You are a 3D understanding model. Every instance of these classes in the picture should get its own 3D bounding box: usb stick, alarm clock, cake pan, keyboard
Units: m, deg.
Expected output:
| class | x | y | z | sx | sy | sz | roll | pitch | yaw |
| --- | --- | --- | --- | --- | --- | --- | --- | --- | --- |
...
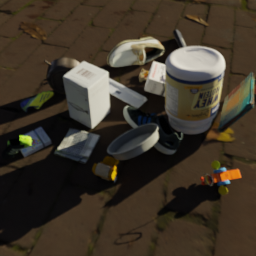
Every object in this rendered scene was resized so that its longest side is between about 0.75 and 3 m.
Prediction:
| class | x | y | z | sx | sy | sz | roll | pitch | yaw |
| --- | --- | --- | --- | --- | --- | --- | --- | --- | --- |
| usb stick | 2.564 | -4.080 | 13.530 | 0.320 | 0.544 | 1.961 | -31 | 44 | 24 |
| alarm clock | -2.228 | -1.970 | 11.060 | 2.156 | 1.455 | 0.718 | 2 | 49 | -16 |
| cake pan | 0.186 | 0.432 | 8.569 | 1.738 | 0.319 | 1.738 | -26 | 16 | 8 |
| keyboard | -0.359 | -1.501 | 11.514 | 2.377 | 0.127 | 0.669 | 31 | 60 | 25 |

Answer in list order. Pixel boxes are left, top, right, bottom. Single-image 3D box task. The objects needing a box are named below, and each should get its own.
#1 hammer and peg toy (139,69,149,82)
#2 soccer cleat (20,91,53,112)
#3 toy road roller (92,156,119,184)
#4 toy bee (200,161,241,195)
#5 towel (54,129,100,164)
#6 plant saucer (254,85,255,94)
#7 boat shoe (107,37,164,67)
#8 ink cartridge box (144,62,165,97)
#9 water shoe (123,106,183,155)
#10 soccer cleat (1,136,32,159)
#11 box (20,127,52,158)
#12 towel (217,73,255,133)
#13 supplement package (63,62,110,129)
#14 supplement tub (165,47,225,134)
| class | x | y | z | sx | sy | sz | roll | pitch | yaw |
| --- | --- | --- | --- | --- | --- | --- | --- | --- | --- |
| hammer and peg toy | 0.761 | -2.175 | 11.985 | 0.578 | 0.277 | 0.785 | 12 | 50 | 9 |
| soccer cleat | -3.506 | -1.019 | 10.945 | 1.375 | 0.445 | 0.575 | -28 | 83 | -27 |
| toy road roller | -0.627 | 1.194 | 8.507 | 0.621 | 1.010 | 0.738 | 16 | 70 | 12 |
| toy bee | 2.617 | 1.474 | 8.482 | 1.496 | 0.813 | 0.979 | 20 | 62 | -23 |
| towel | -1.739 | 0.574 | 9.578 | 1.208 | 0.217 | 1.255 | 14 | 51 | 12 |
| plant saucer | 6.169 | -1.699 | 11.552 | 1.608 | 0.295 | 1.605 | 26 | 53 | 22 |
| boat shoe | 0.391 | -3.337 | 12.505 | 2.768 | 1.034 | 0.947 | -28 | 48 | -24 |
| ink cartridge box | 1.579 | -1.861 | 11.245 | 1.619 | 0.683 | 1.172 | 17 | 50 | 0 |
| water shoe | 0.872 | -0.168 | 9.607 | 2.458 | 0.970 | 0.879 | 43 | 31 | 25 |
| soccer cleat | -3.687 | 0.594 | 8.955 | 1.409 | 0.571 | 0.476 | -28 | 59 | 26 |
| box | -3.289 | 0.474 | 9.676 | 1.012 | 0.208 | 0.789 | -29 | 55 | -22 |
| towel | 3.819 | -0.906 | 9.893 | 0.236 | 1.592 | 2.172 | 33 | 44 | -4 |
| supplement package | -1.426 | -1.133 | 9.938 | 1.116 | 1.909 | 1.120 | 26 | 52 | 22 |
| supplement tub | 2.172 | -1.218 | 9.485 | 1.843 | 2.552 | 1.843 | -4 | 42 | 4 |
